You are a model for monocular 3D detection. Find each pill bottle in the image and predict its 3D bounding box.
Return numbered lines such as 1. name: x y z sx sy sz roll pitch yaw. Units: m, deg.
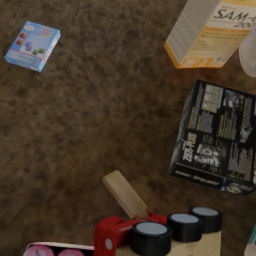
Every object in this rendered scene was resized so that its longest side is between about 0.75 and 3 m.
1. pill bottle: 3.604 2.519 6.199 1.532 1.532 2.766 30 72 11
2. pill bottle: 4.879 -2.433 8.128 2.741 1.641 1.641 -6 68 -3

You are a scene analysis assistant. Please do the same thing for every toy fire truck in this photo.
1. toy fire truck: 0.178 2.026 5.825 2.507 2.849 1.833 2 90 -44

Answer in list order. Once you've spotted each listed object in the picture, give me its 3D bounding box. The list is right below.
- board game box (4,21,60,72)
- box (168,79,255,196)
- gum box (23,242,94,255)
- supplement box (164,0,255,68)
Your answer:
1. board game box: -3.026 -2.626 8.940 1.166 0.282 1.542 18 69 7
2. box: 2.343 0.243 7.249 2.012 1.058 2.457 16 66 3
3. gum box: -1.153 2.971 6.173 2.128 1.208 0.704 5 68 2
4. supplement box: 2.410 -2.894 7.432 1.756 2.786 1.024 -7 60 -26
